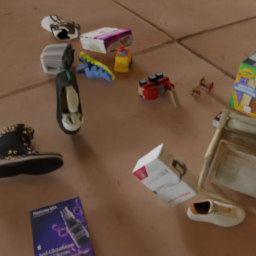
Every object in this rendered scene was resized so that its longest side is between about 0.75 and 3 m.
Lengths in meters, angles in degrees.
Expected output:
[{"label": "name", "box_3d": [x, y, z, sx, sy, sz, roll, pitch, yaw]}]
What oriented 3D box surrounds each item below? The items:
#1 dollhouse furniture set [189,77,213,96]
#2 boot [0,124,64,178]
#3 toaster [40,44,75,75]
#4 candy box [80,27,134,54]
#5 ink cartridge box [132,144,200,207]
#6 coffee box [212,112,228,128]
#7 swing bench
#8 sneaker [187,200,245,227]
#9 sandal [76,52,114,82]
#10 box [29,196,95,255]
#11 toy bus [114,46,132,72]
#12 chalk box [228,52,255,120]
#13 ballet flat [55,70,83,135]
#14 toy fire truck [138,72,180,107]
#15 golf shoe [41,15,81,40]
[{"label": "dollhouse furniture set", "box_3d": [3.279, -1.736, 12.553, 1.038, 0.422, 0.559, -41, 57, -13]}, {"label": "boot", "box_3d": [-3.473, 0.712, 9.683, 2.491, 0.912, 1.876, -9, 46, 0]}, {"label": "toaster", "box_3d": [-3.409, -3.391, 13.643, 1.262, 1.110, 1.954, 2, 47, 5]}, {"label": "candy box", "box_3d": [-1.160, -4.586, 14.594, 1.732, 0.775, 2.541, -27, 34, -25]}, {"label": "ink cartridge box", "box_3d": [1.115, 1.415, 8.188, 1.585, 1.151, 0.661, 43, 40, -9]}, {"label": "coffee box", "box_3d": [3.854, -0.150, 10.880, 0.972, 0.388, 0.556, 33, 54, 29]}, {"label": "swing bench", "box_3d": [3.867, 1.079, 8.756, 2.695, 1.758, 2.710, 19, 43, 19]}, {"label": "sneaker", "box_3d": [2.589, 2.422, 8.039, 1.659, 0.702, 0.604, 1, 51, 1]}, {"label": "sandal", "box_3d": [-1.612, -2.695, 13.279, 2.177, 0.865, 0.948, 32, 85, 21]}, {"label": "box", "box_3d": [-1.682, 2.975, 7.300, 1.405, 0.990, 1.898, -15, 47, -14]}, {"label": "toy bus", "box_3d": [-0.244, -3.492, 13.717, 0.821, 1.162, 1.210, 7, 44, 9]}, {"label": "chalk box", "box_3d": [5.396, -1.909, 10.961, 1.722, 2.759, 1.710, -33, 53, -29]}, {"label": "ballet flat", "box_3d": [-2.017, -0.622, 9.642, 0.943, 2.774, 0.949, -19, 43, -19]}, {"label": "toy fire truck", "box_3d": [1.414, -1.517, 11.995, 1.411, 1.031, 1.603, -27, 41, -25]}, {"label": "golf shoe", "box_3d": [-4.062, -5.703, 16.046, 2.646, 1.029, 1.250, 17, 47, 18]}]
